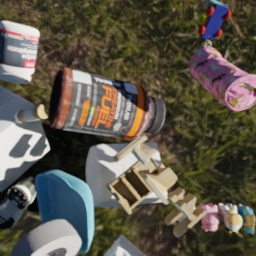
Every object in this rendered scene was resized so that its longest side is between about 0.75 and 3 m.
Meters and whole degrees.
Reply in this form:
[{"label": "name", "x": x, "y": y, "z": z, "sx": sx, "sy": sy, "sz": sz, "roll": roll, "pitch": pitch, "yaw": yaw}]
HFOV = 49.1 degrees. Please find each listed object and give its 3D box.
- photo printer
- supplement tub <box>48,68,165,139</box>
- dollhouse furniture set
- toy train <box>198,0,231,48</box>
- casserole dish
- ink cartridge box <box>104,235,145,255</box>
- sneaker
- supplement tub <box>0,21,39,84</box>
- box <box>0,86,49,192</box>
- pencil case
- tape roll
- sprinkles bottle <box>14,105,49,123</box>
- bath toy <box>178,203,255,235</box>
[{"label": "photo printer", "x": -0.118, "y": 1.374, "z": 8.424, "sx": 2.283, "sy": 0.793, "sz": 1.899, "roll": -1, "pitch": 63, "yaw": -15}, {"label": "supplement tub", "x": -0.443, "y": -0.478, "z": 6.467, "sx": 2.541, "sy": 1.359, "sz": 1.359, "roll": 8, "pitch": 65, "yaw": -24}, {"label": "dollhouse furniture set", "x": 0.314, "y": 1.365, "z": 6.365, "sx": 1.389, "sy": 2.135, "sz": 1.961, "roll": -39, "pitch": 92, "yaw": -5}, {"label": "toy train", "x": 1.934, "y": -2.492, "z": 6.959, "sx": 0.558, "sy": 1.319, "sz": 0.763, "roll": 6, "pitch": 43, "yaw": -14}, {"label": "casserole dish", "x": -1.061, "y": 1.444, "z": 4.923, "sx": 1.101, "sy": 1.818, "sz": 0.353, "roll": 19, "pitch": 35, "yaw": 23}, {"label": "ink cartridge box", "x": -0.397, "y": 3.107, "z": 4.987, "sx": 0.927, "sy": 2.158, "sz": 1.580, "roll": 40, "pitch": 91, "yaw": 5}, {"label": "sneaker", "x": -2.632, "y": 1.776, "z": 6.674, "sx": 0.619, "sy": 1.863, "sz": 0.843, "roll": 42, "pitch": 32, "yaw": -3}, {"label": "supplement tub", "x": -2.749, "y": -1.843, "z": 6.886, "sx": 0.935, "sy": 0.935, "sz": 1.332, "roll": 16, "pitch": 107, "yaw": 7}, {"label": "box", "x": -3.101, "y": 0.229, "z": 6.755, "sx": 1.440, "sy": 1.673, "sz": 1.681, "roll": 26, "pitch": 52, "yaw": 22}, {"label": "pencil case", "x": 2.046, "y": -1.114, "z": 6.103, "sx": 0.855, "sy": 0.818, "sz": 1.977, "roll": -41, "pitch": 31, "yaw": 15}, {"label": "tape roll", "x": -1.332, "y": 2.014, "z": 4.591, "sx": 1.083, "sy": 1.083, "sz": 0.358, "roll": -35, "pitch": 54, "yaw": -14}, {"label": "sprinkles bottle", "x": -2.002, "y": -0.277, "z": 5.794, "sx": 0.832, "sy": 0.284, "sz": 0.284, "roll": -7, "pitch": 61, "yaw": 37}, {"label": "bath toy", "x": 2.145, "y": 2.297, "z": 7.064, "sx": 1.895, "sy": 0.824, "sz": 0.700, "roll": 2, "pitch": 85, "yaw": 1}]
